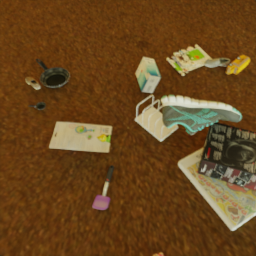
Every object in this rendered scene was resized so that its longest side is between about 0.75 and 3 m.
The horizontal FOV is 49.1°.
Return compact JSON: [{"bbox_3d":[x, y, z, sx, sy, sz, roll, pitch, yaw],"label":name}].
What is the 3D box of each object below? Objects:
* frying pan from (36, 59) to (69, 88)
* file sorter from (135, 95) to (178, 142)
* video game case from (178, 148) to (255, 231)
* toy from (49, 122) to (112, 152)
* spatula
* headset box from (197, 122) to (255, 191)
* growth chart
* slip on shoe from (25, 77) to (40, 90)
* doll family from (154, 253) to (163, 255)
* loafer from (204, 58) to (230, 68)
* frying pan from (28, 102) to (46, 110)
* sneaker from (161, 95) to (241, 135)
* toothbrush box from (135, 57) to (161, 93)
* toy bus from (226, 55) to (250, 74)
[{"bbox_3d":[-3.762,-2.447,13.053,2.231,0.363,1.350,21,54,18],"label":"frying pan"},{"bbox_3d":[1.143,-0.426,11.118,1.028,0.922,1.481,-36,61,-24],"label":"file sorter"},{"bbox_3d":[3.625,1.704,9.829,2.583,0.325,2.838,-26,56,-18],"label":"video game case"},{"bbox_3d":[-1.754,0.450,10.694,2.179,0.514,1.255,2,50,3],"label":"toy"},{"bbox_3d":[-0.757,2.022,9.676,0.498,0.181,1.761,11,52,7],"label":"spatula"},{"bbox_3d":[3.823,0.972,9.603,2.449,0.946,1.822,15,53,12],"label":"headset box"},{"bbox_3d":[3.016,-3.416,13.908,2.241,0.199,1.622,-27,57,-22],"label":"growth chart"},{"bbox_3d":[-4.384,-2.104,12.820,0.359,0.286,0.945,-36,60,-24],"label":"slip on shoe"},{"bbox_3d":[0.831,4.396,7.240,1.504,1.092,2.423,7,52,6],"label":"doll family"},{"bbox_3d":[4.296,-3.192,13.544,1.213,0.423,0.424,-5,70,-3],"label":"loafer"},{"bbox_3d":[-3.876,-0.882,11.981,0.726,0.118,0.439,-21,54,-13],"label":"frying pan"},{"bbox_3d":[2.473,-0.338,9.836,2.792,1.083,1.273,9,92,7],"label":"sneaker"},{"bbox_3d":[0.871,-2.350,12.485,0.562,0.964,1.317,7,47,-22],"label":"toothbrush box"},{"bbox_3d":[5.239,-2.983,13.423,0.514,0.427,1.313,39,61,25],"label":"toy bus"}]
